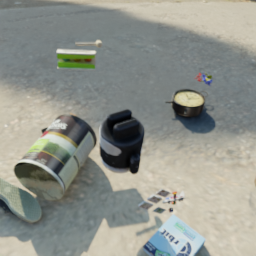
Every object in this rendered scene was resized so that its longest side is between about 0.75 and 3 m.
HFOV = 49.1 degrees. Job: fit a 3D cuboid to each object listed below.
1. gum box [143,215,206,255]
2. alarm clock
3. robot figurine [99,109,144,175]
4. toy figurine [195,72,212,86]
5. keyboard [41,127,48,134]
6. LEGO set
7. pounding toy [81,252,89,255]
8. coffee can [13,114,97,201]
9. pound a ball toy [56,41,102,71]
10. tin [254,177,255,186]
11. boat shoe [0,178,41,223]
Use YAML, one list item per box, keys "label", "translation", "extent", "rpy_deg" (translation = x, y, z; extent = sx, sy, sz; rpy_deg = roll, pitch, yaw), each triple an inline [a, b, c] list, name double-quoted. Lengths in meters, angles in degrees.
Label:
- label: "gum box"
  translation: [1.469, 3.718, 8.904]
  extent: [1.311, 0.344, 1.543]
  rpy_deg: [32, 50, 32]
- label: "alarm clock"
  translation: [3.237, -1.358, 14.390]
  extent: [2.443, 0.813, 1.648]
  rpy_deg: [-29, 48, -27]
- label: "robot figurine"
  translation: [-0.200, 0.461, 8.794]
  extent: [1.394, 2.235, 1.679]
  rpy_deg: [11, 47, 5]
- label: "toy figurine"
  translation: [3.122, -1.845, 11.198]
  extent: [0.892, 0.471, 0.535]
  rpy_deg: [4, 51, -46]
- label: "keyboard"
  translation: [-3.677, 0.265, 13.071]
  extent: [0.590, 0.096, 0.929]
  rpy_deg: [-23, 47, -16]
- label: "LEGO set"
  translation: [0.984, 2.006, 7.742]
  extent: [1.223, 0.914, 0.300]
  rpy_deg: [29, 30, -35]
- label: "pounding toy"
  translation: [-1.321, 4.417, 7.234]
  extent: [2.079, 1.478, 1.914]
  rpy_deg: [26, 47, 27]
- label: "coffee can"
  translation: [-2.657, 1.063, 10.680]
  extent: [1.993, 1.993, 2.723]
  rpy_deg: [13, 43, 15]
- label: "pound a ball toy"
  translation: [-1.980, -3.025, 11.495]
  extent: [1.813, 1.182, 0.770]
  rpy_deg: [0, 27, -6]
- label: "tin"
  translation: [5.610, 2.290, 10.579]
  extent: [0.925, 0.346, 1.652]
  rpy_deg: [-33, 50, -26]
- label: "boat shoe"
  translation: [-4.068, 2.591, 9.941]
  extent: [2.360, 0.735, 0.881]
  rpy_deg: [30, 41, 9]
